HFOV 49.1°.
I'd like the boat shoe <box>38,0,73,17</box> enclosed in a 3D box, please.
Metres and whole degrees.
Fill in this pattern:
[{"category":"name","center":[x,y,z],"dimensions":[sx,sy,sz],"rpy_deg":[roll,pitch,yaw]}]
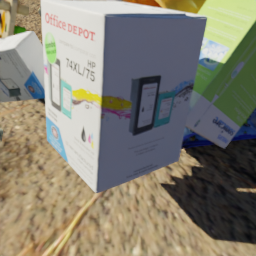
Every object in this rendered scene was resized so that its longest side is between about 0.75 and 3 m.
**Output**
[{"category":"boat shoe","center":[-2.106,-3.831,9.090],"dimensions":[0.959,0.821,2.621],"rpy_deg":[35,21,-6]}]

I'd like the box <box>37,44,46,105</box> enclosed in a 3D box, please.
[{"category":"box","center":[-1.769,-1.584,6.824],"dimensions":[1.743,0.386,1.396],"rpy_deg":[-46,53,4]}]

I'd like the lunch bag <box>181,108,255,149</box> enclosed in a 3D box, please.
[{"category":"lunch bag","center":[2.306,-0.542,8.479],"dimensions":[2.860,1.345,2.153],"rpy_deg":[-14,45,-2]}]

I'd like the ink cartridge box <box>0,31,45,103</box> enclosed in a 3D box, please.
[{"category":"ink cartridge box","center":[-2.195,-1.096,5.327],"dimensions":[1.476,1.081,0.634],"rpy_deg":[-3,43,27]}]

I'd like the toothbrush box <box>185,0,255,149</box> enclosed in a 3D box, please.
[{"category":"toothbrush box","center":[1.932,-1.187,5.470],"dimensions":[2.008,2.757,1.187],"rpy_deg":[22,14,-48]}]

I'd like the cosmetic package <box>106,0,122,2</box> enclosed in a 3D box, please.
[{"category":"cosmetic package","center":[-0.247,-3.597,6.980],"dimensions":[0.850,0.702,0.701],"rpy_deg":[-44,22,0]}]

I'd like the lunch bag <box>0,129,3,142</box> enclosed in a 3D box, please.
[{"category":"lunch bag","center":[-2.660,0.169,4.226],"dimensions":[1.225,0.720,1.005],"rpy_deg":[8,-5,42]}]

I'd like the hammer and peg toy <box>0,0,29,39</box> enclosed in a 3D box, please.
[{"category":"hammer and peg toy","center":[-2.924,-2.858,6.783],"dimensions":[0.731,2.074,1.525],"rpy_deg":[1,33,-35]}]

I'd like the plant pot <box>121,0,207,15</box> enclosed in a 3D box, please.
[{"category":"plant pot","center":[1.480,-2.529,6.993],"dimensions":[2.377,2.596,2.596],"rpy_deg":[-32,49,-17]}]

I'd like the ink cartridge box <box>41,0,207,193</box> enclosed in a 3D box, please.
[{"category":"ink cartridge box","center":[-0.175,-0.632,4.306],"dimensions":[1.696,2.322,1.704],"rpy_deg":[-15,33,-35]}]
